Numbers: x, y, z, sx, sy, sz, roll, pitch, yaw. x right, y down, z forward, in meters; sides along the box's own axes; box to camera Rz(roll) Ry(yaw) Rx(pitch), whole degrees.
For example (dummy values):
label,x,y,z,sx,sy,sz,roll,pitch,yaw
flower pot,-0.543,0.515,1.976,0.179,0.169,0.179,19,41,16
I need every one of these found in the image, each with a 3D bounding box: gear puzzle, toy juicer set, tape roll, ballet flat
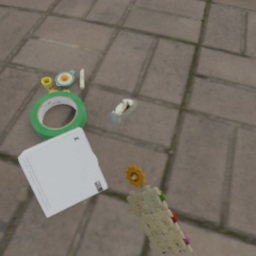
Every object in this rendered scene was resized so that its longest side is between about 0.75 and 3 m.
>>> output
label,x,y,z,sx,sy,sz,roll,pitch,yaw
gear puzzle,0.720,2.404,8.336,0.383,1.513,2.922,-27,87,-47
toy juicer set,-3.150,-2.304,14.383,2.315,0.630,1.473,-22,60,-14
tape roll,-3.276,-0.581,13.255,2.519,0.605,2.519,-1,60,2
ballet flat,-0.117,-0.691,9.531,0.505,0.477,1.497,14,41,24

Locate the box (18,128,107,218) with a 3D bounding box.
label,x,y,z,sx,sy,sz,roll,pitch,yaw
box,-1.845,1.194,8.100,1.874,1.225,1.864,-24,97,-12
